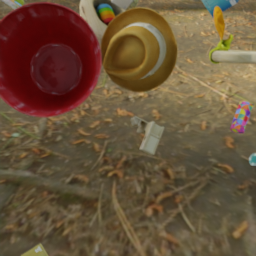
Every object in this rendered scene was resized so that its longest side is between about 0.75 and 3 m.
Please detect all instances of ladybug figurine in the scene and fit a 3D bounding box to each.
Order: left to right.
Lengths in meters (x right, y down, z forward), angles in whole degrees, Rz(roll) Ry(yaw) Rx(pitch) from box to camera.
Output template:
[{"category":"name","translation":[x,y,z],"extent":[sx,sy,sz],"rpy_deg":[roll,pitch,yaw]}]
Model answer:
[{"category":"ladybug figurine","translation":[-0.740,-3.349,8.962],"extent":[1.710,0.906,2.518],"rpy_deg":[0,58,-27]}]

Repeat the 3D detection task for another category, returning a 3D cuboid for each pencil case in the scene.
[{"category":"pencil case","translation":[3.095,-0.275,7.594],"extent":[0.403,0.403,0.912],"rpy_deg":[21,76,26]}]

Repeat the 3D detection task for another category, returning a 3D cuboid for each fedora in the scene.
[{"category":"fedora","translation":[0.077,-1.853,7.086],"extent":[2.285,2.285,0.932],"rpy_deg":[18,30,22]}]

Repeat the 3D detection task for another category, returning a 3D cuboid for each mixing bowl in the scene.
[{"category":"mixing bowl","translation":[-1.792,-1.462,6.507],"extent":[2.417,2.417,1.309],"rpy_deg":[-2,4,-2]}]

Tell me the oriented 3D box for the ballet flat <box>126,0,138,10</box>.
[{"category":"ballet flat","translation":[-0.643,-4.038,10.564],"extent":[1.017,2.878,1.017],"rpy_deg":[19,56,-31]}]

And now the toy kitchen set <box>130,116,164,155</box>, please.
[{"category":"toy kitchen set","translation":[0.272,0.180,6.205],"extent":[0.612,0.750,0.677],"rpy_deg":[27,74,-16]}]

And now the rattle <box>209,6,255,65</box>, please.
[{"category":"rattle","translation":[2.993,-2.076,6.655],"extent":[1.274,1.398,1.957],"rpy_deg":[7,7,-46]}]

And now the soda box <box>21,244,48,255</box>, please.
[{"category":"soda box","translation":[-1.258,3.263,4.791],"extent":[0.783,0.829,2.448],"rpy_deg":[-27,44,-31]}]

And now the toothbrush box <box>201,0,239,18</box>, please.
[{"category":"toothbrush box","translation":[3.008,-4.666,9.540],"extent":[1.001,1.367,0.583],"rpy_deg":[-23,26,48]}]

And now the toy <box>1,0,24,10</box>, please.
[{"category":"toy","translation":[-3.061,-3.438,7.653],"extent":[0.879,1.526,0.360],"rpy_deg":[27,89,25]}]

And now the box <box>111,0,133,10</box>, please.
[{"category":"box","translation":[-0.124,-4.140,8.223],"extent":[0.523,0.435,1.273],"rpy_deg":[19,60,-28]}]

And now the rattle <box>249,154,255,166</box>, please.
[{"category":"rattle","translation":[4.204,0.987,7.070],"extent":[1.729,1.897,2.655],"rpy_deg":[-14,41,13]}]
